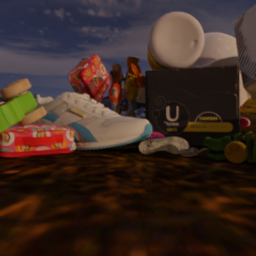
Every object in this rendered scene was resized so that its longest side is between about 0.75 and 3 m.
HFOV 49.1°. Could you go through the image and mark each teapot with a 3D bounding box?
[{"bbox_3d":[3.119,-1.741,8.895,2.187,2.994,2.955,-7,-45,26],"label":"teapot"}]

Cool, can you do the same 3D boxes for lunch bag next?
[{"bbox_3d":[-1.535,-1.934,11.915,0.858,1.844,2.094,-9,35,24],"label":"lunch bag"},{"bbox_3d":[-1.449,0.185,4.386,1.173,0.481,1.033,-2,3,-32],"label":"lunch bag"}]

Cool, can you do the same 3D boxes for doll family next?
[{"bbox_3d":[0.014,-1.070,6.970,0.964,1.328,2.139,3,19,-2],"label":"doll family"}]

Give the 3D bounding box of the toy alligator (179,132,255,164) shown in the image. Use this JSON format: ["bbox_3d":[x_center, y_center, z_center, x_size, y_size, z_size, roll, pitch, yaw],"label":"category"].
[{"bbox_3d":[1.482,0.246,3.813,1.716,0.412,0.569,2,3,34],"label":"toy alligator"}]

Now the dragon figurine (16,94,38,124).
[{"bbox_3d":[-2.475,-0.497,7.337,2.145,1.067,0.631,-38,20,-5],"label":"dragon figurine"}]

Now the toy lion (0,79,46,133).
[{"bbox_3d":[-2.173,0.024,3.796,1.934,0.664,1.853,-17,18,22],"label":"toy lion"}]

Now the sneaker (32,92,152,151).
[{"bbox_3d":[-0.831,-0.145,5.339,2.646,1.069,1.012,2,2,24],"label":"sneaker"}]

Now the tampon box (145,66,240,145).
[{"bbox_3d":[1.613,-0.494,6.703,1.885,1.588,2.515,0,4,19],"label":"tampon box"}]

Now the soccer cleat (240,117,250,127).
[{"bbox_3d":[5.937,-0.304,14.867,0.640,0.518,1.483,1,2,-26],"label":"soccer cleat"}]

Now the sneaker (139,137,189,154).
[{"bbox_3d":[0.585,0.276,4.659,0.803,0.279,0.399,0,2,4],"label":"sneaker"}]

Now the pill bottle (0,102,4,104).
[{"bbox_3d":[-3.201,-0.571,8.338,1.085,0.628,0.628,-11,7,-26],"label":"pill bottle"}]

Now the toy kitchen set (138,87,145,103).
[{"bbox_3d":[0.312,-0.904,11.280,2.087,1.702,1.882,-10,5,-21],"label":"toy kitchen set"}]

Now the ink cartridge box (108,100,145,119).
[{"bbox_3d":[0.033,-0.408,9.094,1.584,0.344,1.569,7,31,2],"label":"ink cartridge box"}]

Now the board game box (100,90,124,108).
[{"bbox_3d":[-0.445,-1.066,10.444,1.311,0.404,1.310,-16,-5,-10],"label":"board game box"}]

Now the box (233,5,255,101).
[{"bbox_3d":[2.982,-1.603,6.028,1.037,2.525,0.863,36,-46,-24],"label":"box"}]

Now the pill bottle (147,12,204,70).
[{"bbox_3d":[1.083,-1.922,6.969,1.214,1.214,2.223,0,3,4],"label":"pill bottle"}]
